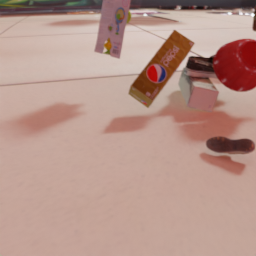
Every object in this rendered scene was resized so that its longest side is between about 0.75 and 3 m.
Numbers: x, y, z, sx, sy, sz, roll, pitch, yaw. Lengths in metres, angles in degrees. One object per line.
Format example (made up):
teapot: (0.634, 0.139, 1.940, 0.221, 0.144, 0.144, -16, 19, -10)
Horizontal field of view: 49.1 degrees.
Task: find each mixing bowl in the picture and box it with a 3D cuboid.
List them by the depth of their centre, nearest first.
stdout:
mixing bowl: (3.286, -1.871, 7.833, 1.569, 1.569, 0.850, -4, -10, -7)

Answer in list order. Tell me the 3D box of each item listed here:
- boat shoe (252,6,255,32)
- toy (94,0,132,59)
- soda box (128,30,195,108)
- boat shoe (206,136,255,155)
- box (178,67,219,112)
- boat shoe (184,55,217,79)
boat shoe: (4.315, -3.729, 9.361, 0.346, 0.965, 0.365, -4, 18, -35)
toy: (-0.335, -3.473, 8.970, 0.555, 2.351, 1.353, 0, 20, -46)
soda box: (0.961, -1.716, 8.138, 0.759, 0.718, 2.242, 36, 75, 4)
boat shoe: (2.259, 0.426, 6.207, 1.043, 0.395, 0.374, 6, -15, 32)
box: (2.210, -1.295, 9.068, 0.838, 0.697, 2.040, 11, 27, -6)
boat shoe: (2.796, -1.982, 8.973, 2.002, 0.637, 0.708, -2, 35, -16)
